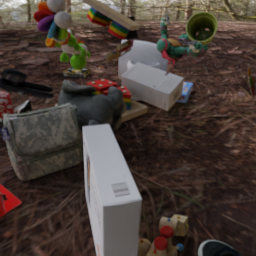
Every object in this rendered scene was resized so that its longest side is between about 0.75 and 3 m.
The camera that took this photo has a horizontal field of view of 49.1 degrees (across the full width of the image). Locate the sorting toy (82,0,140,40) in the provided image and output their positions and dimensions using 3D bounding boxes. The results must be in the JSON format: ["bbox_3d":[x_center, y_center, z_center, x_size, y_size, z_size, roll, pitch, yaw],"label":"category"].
[{"bbox_3d":[-0.671,-4.061,10.593,1.992,0.693,1.980,30,23,-2],"label":"sorting toy"}]

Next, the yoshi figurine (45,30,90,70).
[{"bbox_3d":[-2.290,-3.050,11.441,1.240,1.236,2.207,51,13,22],"label":"yoshi figurine"}]

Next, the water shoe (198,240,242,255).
[{"bbox_3d":[2.068,2.634,4.410,0.954,1.053,2.668,-9,28,-17],"label":"water shoe"}]

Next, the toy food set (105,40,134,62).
[{"bbox_3d":[-0.308,-2.836,10.070,1.202,0.298,1.892,-32,7,5],"label":"toy food set"}]

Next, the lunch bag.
[{"bbox_3d":[-2.495,0.275,8.199,2.157,1.809,1.503,-15,30,-26],"label":"lunch bag"}]

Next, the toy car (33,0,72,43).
[{"bbox_3d":[-2.011,-2.799,7.328,0.830,1.107,0.969,-22,-5,-28],"label":"toy car"}]

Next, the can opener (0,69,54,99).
[{"bbox_3d":[-2.643,-1.046,7.384,0.608,0.490,1.547,-23,-27,36],"label":"can opener"}]

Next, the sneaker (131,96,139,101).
[{"bbox_3d":[0.436,-1.473,13.210,1.113,0.404,0.400,-7,29,-10],"label":"sneaker"}]

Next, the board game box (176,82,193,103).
[{"bbox_3d":[1.801,-1.939,14.023,2.561,0.469,1.937,10,29,18],"label":"board game box"}]

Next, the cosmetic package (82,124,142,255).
[{"bbox_3d":[-0.448,1.412,5.752,0.692,2.019,2.678,-7,28,-13],"label":"cosmetic package"}]

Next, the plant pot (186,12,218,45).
[{"bbox_3d":[2.648,-3.409,9.930,1.054,1.054,0.969,11,3,20],"label":"plant pot"}]

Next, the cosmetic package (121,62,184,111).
[{"bbox_3d":[1.064,-1.905,12.611,2.495,1.012,1.408,25,52,24],"label":"cosmetic package"}]

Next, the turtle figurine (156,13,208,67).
[{"bbox_3d":[1.758,-3.089,10.149,2.036,1.369,2.719,52,33,18],"label":"turtle figurine"}]

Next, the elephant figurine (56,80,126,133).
[{"bbox_3d":[-1.700,-0.777,9.643,2.881,2.235,2.039,26,73,16],"label":"elephant figurine"}]

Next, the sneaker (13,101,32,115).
[{"bbox_3d":[-4.485,-0.819,11.871,0.501,0.467,1.264,0,27,10],"label":"sneaker"}]

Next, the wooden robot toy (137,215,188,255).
[{"bbox_3d":[0.484,2.272,5.487,0.907,0.881,2.000,2,25,29],"label":"wooden robot toy"}]

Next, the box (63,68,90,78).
[{"bbox_3d":[-3.100,-3.331,16.942,1.316,0.325,1.051,8,26,15],"label":"box"}]

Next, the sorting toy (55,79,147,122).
[{"bbox_3d":[-1.159,-1.150,11.880,2.893,1.007,2.875,-22,35,-37],"label":"sorting toy"}]

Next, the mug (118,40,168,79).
[{"bbox_3d":[0.857,-3.547,15.312,2.594,2.184,2.958,6,25,5],"label":"mug"}]

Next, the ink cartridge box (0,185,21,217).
[{"bbox_3d":[-3.797,1.776,6.433,1.281,0.741,2.205,21,33,35],"label":"ink cartridge box"}]

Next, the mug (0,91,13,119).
[{"bbox_3d":[-5.773,-0.871,10.915,2.061,1.375,1.830,-15,46,-34],"label":"mug"}]

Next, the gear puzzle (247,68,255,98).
[{"bbox_3d":[4.501,-1.718,10.176,0.164,1.255,0.650,-5,52,31],"label":"gear puzzle"}]

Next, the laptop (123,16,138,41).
[{"bbox_3d":[-0.148,-4.300,11.946,0.989,0.926,0.573,-8,39,9],"label":"laptop"}]
